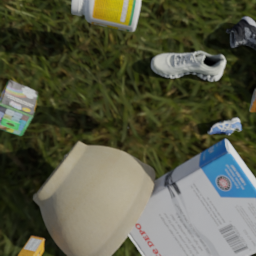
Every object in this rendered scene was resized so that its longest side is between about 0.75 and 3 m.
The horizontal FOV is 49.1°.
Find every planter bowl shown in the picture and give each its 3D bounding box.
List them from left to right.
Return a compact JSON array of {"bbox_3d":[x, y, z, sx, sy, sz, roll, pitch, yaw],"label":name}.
[{"bbox_3d":[-0.915,1.427,6.191,1.767,2.626,2.626,38,78,-8],"label":"planter bowl"}]

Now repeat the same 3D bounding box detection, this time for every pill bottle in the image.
[{"bbox_3d":[-0.653,-3.545,8.229,1.902,1.073,1.073,10,76,-7],"label":"pill bottle"}]

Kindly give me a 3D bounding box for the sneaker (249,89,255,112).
[{"bbox_3d":[3.136,-0.797,6.065,0.667,1.728,0.676,17,77,18],"label":"sneaker"}]

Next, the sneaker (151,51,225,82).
[{"bbox_3d":[2.087,-2.274,9.731,2.568,1.041,0.965,4,77,2],"label":"sneaker"}]

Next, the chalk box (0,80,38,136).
[{"bbox_3d":[-2.640,-0.363,6.470,0.755,0.751,1.214,24,37,-26],"label":"chalk box"}]

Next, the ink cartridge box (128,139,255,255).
[{"bbox_3d":[1.459,1.809,5.920,2.699,1.159,1.976,-35,90,21],"label":"ink cartridge box"}]

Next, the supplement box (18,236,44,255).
[{"bbox_3d":[-1.787,2.329,4.977,0.295,0.857,0.285,11,107,6],"label":"supplement box"}]

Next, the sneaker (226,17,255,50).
[{"bbox_3d":[4.373,-3.073,10.112,1.075,0.713,1.889,-31,72,-7],"label":"sneaker"}]

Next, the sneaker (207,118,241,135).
[{"bbox_3d":[3.261,0.025,9.432,1.186,0.449,0.457,-17,73,-3],"label":"sneaker"}]
